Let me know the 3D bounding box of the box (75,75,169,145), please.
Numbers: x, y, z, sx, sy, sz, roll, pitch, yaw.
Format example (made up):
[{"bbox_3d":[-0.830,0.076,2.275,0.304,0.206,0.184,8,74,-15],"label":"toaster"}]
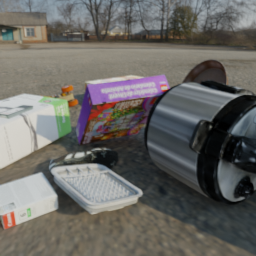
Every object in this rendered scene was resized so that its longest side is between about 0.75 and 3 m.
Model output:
[{"bbox_3d":[-0.301,-0.383,7.697,1.975,0.564,2.886,-11,-18,-19],"label":"box"}]

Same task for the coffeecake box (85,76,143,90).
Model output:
[{"bbox_3d":[-0.210,-1.683,13.152,2.905,1.061,2.229,-17,26,-38],"label":"coffeecake box"}]

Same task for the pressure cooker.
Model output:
[{"bbox_3d":[1.930,0.315,5.958,2.300,2.336,2.616,-30,32,-23],"label":"pressure cooker"}]

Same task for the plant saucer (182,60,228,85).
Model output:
[{"bbox_3d":[2.835,-1.367,10.578,0.419,2.431,2.431,18,9,-31],"label":"plant saucer"}]

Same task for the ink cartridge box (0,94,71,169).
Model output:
[{"bbox_3d":[-3.410,-0.053,8.310,2.020,1.166,2.776,10,25,29],"label":"ink cartridge box"}]

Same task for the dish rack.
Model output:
[{"bbox_3d":[-0.674,1.221,5.690,1.394,0.354,1.624,2,15,-44],"label":"dish rack"}]

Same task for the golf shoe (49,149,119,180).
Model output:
[{"bbox_3d":[-1.102,0.787,6.943,1.737,0.675,0.821,-9,21,-26],"label":"golf shoe"}]

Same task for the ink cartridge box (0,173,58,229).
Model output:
[{"bbox_3d":[-2.233,1.448,5.372,1.539,0.387,0.838,-16,34,-32],"label":"ink cartridge box"}]

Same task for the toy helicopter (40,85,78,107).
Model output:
[{"bbox_3d":[-3.490,-1.254,12.730,2.219,0.875,1.468,2,26,38],"label":"toy helicopter"}]
